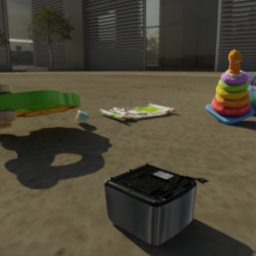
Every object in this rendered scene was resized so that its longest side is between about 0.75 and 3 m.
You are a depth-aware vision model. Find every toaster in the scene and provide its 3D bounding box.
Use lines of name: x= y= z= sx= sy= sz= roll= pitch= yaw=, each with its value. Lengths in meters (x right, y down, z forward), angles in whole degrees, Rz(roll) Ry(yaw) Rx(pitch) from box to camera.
toaster: x=0.355 y=0.956 z=3.762 sx=1.058 sy=0.628 sz=0.956 roll=13 pitch=19 yaw=41

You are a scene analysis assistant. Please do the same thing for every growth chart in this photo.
growth chart: x=0.355 y=-0.645 z=11.030 sx=2.920 sy=0.259 sz=2.113 roll=-9 pitch=16 yaw=-35

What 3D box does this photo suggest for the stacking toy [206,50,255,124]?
stacking toy: x=3.466 y=-1.442 z=9.290 sx=1.297 sy=2.364 sz=1.372 roll=-20 pitch=36 yaw=-16

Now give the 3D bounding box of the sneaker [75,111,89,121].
sneaker: x=-1.535 y=-0.362 z=9.389 sx=0.389 sy=0.351 sz=0.949 roll=21 pitch=1 yaw=-16

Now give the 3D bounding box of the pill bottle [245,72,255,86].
pill bottle: x=6.617 y=-2.107 z=14.353 sx=1.455 sy=1.455 sz=2.620 roll=-9 pitch=16 yaw=-32

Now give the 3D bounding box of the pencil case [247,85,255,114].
pencil case: x=5.074 y=-1.165 z=10.977 sx=1.177 sy=1.278 sz=2.766 roll=39 pitch=-12 yaw=-38

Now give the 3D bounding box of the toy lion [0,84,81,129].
toy lion: x=-2.567 y=-0.636 z=7.880 sx=2.632 sy=0.943 sz=2.746 roll=-10 pitch=0 yaw=-25
